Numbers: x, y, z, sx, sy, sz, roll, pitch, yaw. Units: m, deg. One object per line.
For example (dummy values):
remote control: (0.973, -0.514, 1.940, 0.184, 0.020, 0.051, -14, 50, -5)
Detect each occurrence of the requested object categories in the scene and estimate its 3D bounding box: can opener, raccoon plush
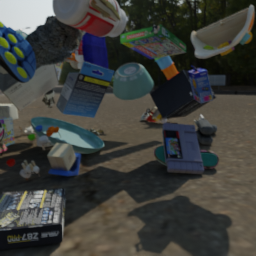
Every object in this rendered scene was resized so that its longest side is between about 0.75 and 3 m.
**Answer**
can opener: (3.196, 0.013, 11.405, 0.987, 0.782, 2.970, 3, 10, 12)
raccoon plush: (-2.558, -2.308, 8.420, 2.909, 1.407, 1.949, -43, 22, -4)

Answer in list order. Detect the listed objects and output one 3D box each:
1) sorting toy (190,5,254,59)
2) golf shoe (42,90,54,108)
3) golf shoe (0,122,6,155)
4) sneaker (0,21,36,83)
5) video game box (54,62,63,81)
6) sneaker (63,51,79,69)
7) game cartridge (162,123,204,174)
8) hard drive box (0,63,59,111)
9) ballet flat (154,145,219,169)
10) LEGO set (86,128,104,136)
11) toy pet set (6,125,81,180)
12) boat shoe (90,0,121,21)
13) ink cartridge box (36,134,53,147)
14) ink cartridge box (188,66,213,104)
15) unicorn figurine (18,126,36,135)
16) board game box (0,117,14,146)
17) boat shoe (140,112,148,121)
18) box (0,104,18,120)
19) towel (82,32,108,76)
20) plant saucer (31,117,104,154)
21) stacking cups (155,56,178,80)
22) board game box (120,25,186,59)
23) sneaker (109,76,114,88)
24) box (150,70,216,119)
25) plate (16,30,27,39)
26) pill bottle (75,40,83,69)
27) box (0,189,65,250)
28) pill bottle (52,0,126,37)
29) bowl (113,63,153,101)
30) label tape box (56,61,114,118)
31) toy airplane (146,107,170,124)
sorting toy: (2.573, -2.394, 7.739, 1.807, 0.965, 1.627, -15, 23, 38)
golf shoe: (-3.133, -1.157, 11.339, 0.432, 0.525, 1.111, -32, -1, -27)
golf shoe: (-4.218, 0.381, 7.831, 1.011, 1.282, 2.785, -1, 11, -10)
sneaker: (-3.576, -2.195, 7.576, 2.744, 1.137, 0.973, 41, 42, 4)
video game box: (-3.768, -2.880, 13.338, 0.304, 1.297, 1.181, 7, -6, 46)
sneaker: (-2.470, -3.278, 12.488, 0.806, 0.795, 2.060, -27, -20, 20)
game cartridge: (1.388, 0.498, 7.299, 0.940, 0.278, 1.450, 7, 52, -11)
hard drive box: (-3.856, -1.913, 10.677, 2.082, 1.026, 2.671, -38, -2, -15)
ballet flat: (1.544, 0.821, 7.614, 1.741, 0.602, 0.619, 5, -9, 1)
LEGO set: (-1.599, 0.136, 11.804, 0.934, 0.407, 1.438, 1, 10, 7)
toy pet set: (-1.929, 0.732, 6.997, 1.411, 0.802, 1.511, 4, 38, 18)
boat shoe: (-0.527, -2.785, 6.599, 0.314, 0.343, 0.917, -33, -31, 21)
ink cartridge box: (-2.800, 0.264, 10.155, 0.408, 0.709, 0.971, 8, 12, 39)
ink cartridge box: (1.680, -1.063, 6.587, 0.325, 0.853, 0.582, -15, 16, 1)
unicorn figurine: (-4.288, 0.100, 12.247, 0.789, 0.424, 1.148, -13, -1, -16)
board game box: (-5.232, 0.147, 9.975, 1.937, 0.998, 1.016, 2, 10, 9)
boat shoe: (0.985, -0.641, 16.342, 0.474, 0.413, 1.287, 2, 10, 12)
box: (-7.159, -0.871, 15.537, 1.873, 0.889, 0.728, 4, 13, 14)
towel: (-1.289, -2.907, 10.082, 0.538, 2.173, 1.605, -3, 9, 21)
plant saucer: (-1.999, 0.264, 9.186, 2.470, 0.339, 2.470, 22, 10, -4)
stacking cups: (1.548, -2.906, 12.363, 0.768, 2.537, 0.768, -28, 19, 11)
board game box: (0.907, -2.819, 9.422, 1.441, 0.312, 2.141, -3, -3, 31)
sneaker: (-0.700, -2.314, 13.866, 1.717, 0.660, 0.761, 21, -14, 5)
box: (1.750, -1.007, 8.766, 1.306, 0.921, 1.765, -34, -15, 30)
plate: (-3.698, -3.242, 10.110, 0.101, 0.787, 0.787, -37, -6, 24)
pill bottle: (-1.757, -3.203, 11.501, 0.853, 1.520, 0.853, -1, 3, 0)
box: (-1.605, 1.407, 4.535, 1.128, 0.344, 1.399, -1, 10, -12)
pill bottle: (-0.907, -3.008, 7.270, 1.083, 1.083, 1.929, 6, 4, 33)
bowl: (0.118, -2.182, 12.427, 1.884, 0.986, 1.884, -10, 43, 9)
label tape box: (-1.323, -1.203, 8.647, 1.218, 1.700, 0.562, 6, 26, -45)
toy airplane: (1.881, -0.814, 15.204, 1.641, 1.158, 1.633, -15, -20, -11)
